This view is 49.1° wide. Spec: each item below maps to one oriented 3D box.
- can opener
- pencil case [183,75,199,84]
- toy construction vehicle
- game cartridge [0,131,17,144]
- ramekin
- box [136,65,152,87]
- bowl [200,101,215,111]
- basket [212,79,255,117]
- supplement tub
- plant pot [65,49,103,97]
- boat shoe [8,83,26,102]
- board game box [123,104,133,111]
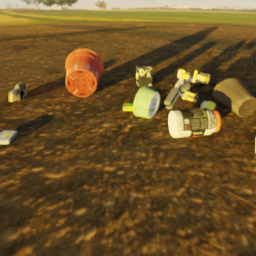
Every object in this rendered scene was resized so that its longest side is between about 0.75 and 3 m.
[{"bbox_3d":[2.391,-1.703,13.652,0.670,0.531,2.016,4,44,41],"label":"can opener"},{"bbox_3d":[3.683,-2.874,16.828,1.303,0.583,0.507,-8,69,-24],"label":"pencil case"},{"bbox_3d":[3.094,-2.184,14.255,1.799,1.567,0.634,28,27,37],"label":"toy construction vehicle"},{"bbox_3d":[-4.778,0.356,10.927,0.598,0.182,0.897,-3,27,2],"label":"game cartridge"},{"bbox_3d":[0.850,-1.088,12.473,0.675,1.381,1.381,20,33,25],"label":"ramekin"},{"bbox_3d":[0.941,-3.075,16.601,0.845,1.138,0.707,-5,27,-10],"label":"box"},{"bbox_3d":[3.519,-0.963,12.672,0.752,0.405,0.752,-43,12,12],"label":"bowl"},{"bbox_3d":[5.083,-1.379,13.145,1.600,1.207,1.774,-15,37,-6],"label":"basket"},{"bbox_3d":[2.579,-0.205,10.991,1.808,1.108,1.108,-4,27,-9],"label":"supplement tub"},{"bbox_3d":[-2.497,-2.904,15.443,2.201,2.201,2.140,-1,35,-2],"label":"plant pot"},{"bbox_3d":[-5.679,-1.812,14.719,0.649,0.733,2.001,10,28,-7],"label":"boat shoe"},{"bbox_3d":[0.213,-1.000,13.537,0.891,0.212,0.453,1,27,2],"label":"board game box"}]
